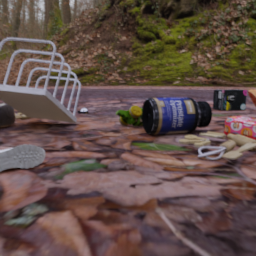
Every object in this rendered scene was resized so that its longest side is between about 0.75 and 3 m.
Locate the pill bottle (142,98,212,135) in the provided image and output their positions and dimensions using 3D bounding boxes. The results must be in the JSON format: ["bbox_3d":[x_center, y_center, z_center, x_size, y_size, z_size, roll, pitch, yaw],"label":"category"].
[{"bbox_3d":[1.594,-0.410,9.194,2.108,1.179,1.179,-3,11,-17],"label":"pill bottle"}]

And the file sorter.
[{"bbox_3d":[-3.093,-1.542,9.970,2.071,1.859,2.985,8,-14,9],"label":"file sorter"}]

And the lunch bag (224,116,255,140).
[{"bbox_3d":[3.759,-0.011,8.638,1.260,0.586,1.431,10,14,38],"label":"lunch bag"}]

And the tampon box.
[{"bbox_3d":[5.554,-1.540,15.326,1.487,1.115,0.939,-2,11,-10],"label":"tampon box"}]

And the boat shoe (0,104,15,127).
[{"bbox_3d":[-5.027,-0.348,9.602,1.011,1.067,2.817,-2,1,9],"label":"boat shoe"}]

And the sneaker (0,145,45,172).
[{"bbox_3d":[-2.396,0.609,5.774,1.323,0.505,0.533,-5,3,-34],"label":"sneaker"}]

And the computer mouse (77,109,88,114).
[{"bbox_3d":[-2.261,-0.857,14.197,0.521,0.208,0.949,-2,11,-4],"label":"computer mouse"}]

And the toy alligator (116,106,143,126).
[{"bbox_3d":[0.706,-0.450,10.763,2.778,0.667,0.921,-9,-18,-39],"label":"toy alligator"}]

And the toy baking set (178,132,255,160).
[{"bbox_3d":[2.379,0.479,7.067,1.872,0.284,2.439,-6,12,-15],"label":"toy baking set"}]

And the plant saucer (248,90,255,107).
[{"bbox_3d":[4.290,-0.575,8.656,0.295,1.574,1.574,-36,1,16],"label":"plant saucer"}]

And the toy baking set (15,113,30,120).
[{"bbox_3d":[-4.984,-0.485,12.376,1.301,0.197,1.695,2,10,24],"label":"toy baking set"}]
